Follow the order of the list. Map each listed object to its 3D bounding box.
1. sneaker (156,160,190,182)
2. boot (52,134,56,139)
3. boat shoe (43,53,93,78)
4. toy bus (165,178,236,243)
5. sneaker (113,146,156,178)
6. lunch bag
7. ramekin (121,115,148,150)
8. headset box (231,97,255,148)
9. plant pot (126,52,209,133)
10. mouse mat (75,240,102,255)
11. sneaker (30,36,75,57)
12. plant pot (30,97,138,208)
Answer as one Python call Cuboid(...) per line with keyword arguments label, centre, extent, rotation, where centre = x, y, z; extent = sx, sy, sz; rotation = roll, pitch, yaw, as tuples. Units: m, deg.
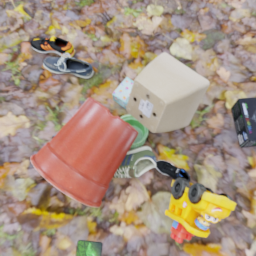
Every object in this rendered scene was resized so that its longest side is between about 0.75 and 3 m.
Cuboid(label="sneaker", centre=(1.728, 1.596, 10.647), extent=(1.479, 0.827, 0.540), rotation=(30, 71, 11))
Cuboid(label="boot", centre=(-2.248, 0.043, 11.466), extent=(1.705, 0.595, 1.122), rotation=(-2, 65, -12))
Cuboid(label="boat shoe", centre=(-2.700, -2.789, 12.434), extent=(2.333, 0.721, 0.874), rotation=(18, 70, 7))
Cuboid(label="toy bus", centre=(2.139, 2.812, 9.065), extent=(1.430, 2.108, 2.024), rotation=(25, 80, -20))
Cuboid(label="sneaker", centre=(-0.013, 1.472, 10.451), extent=(2.323, 0.779, 1.043), rotation=(-22, 34, -7))
Cuboid(label="lunch bag", centre=(0.138, -1.331, 11.815), extent=(1.286, 0.784, 1.095), rotation=(35, 74, 15))
Cuboid(label="ramekin", centre=(0.114, 0.217, 11.180), extent=(1.380, 0.674, 1.380), rotation=(0, 59, 0))
Cuboid(label="headset box", centre=(5.495, -0.260, 11.305), extent=(2.091, 0.970, 1.821), rotation=(-3, 68, -1))
Cuboid(label="plant pot", centre=(1.130, -1.041, 9.697), extent=(2.079, 2.077, 1.841), rotation=(41, 48, 23))
Cuboid(label="mouse mat", centre=(-1.417, 4.606, 9.891), extent=(0.924, 0.043, 1.148), rotation=(5, 69, 2))
Cuboid(label="sneaker", centre=(-3.495, -3.870, 12.730), extent=(2.141, 0.963, 0.749), rotation=(15, 69, 6))
Cuboid(label="plant pot", centre=(-1.210, 0.637, 9.069), extent=(2.727, 2.727, 2.653), rotation=(36, 89, 13))
